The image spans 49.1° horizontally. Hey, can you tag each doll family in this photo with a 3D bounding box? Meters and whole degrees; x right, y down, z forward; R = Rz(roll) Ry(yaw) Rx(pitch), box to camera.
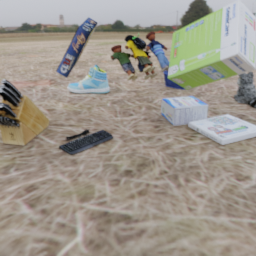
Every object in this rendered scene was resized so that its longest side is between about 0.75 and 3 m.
[{"bbox_3d":[0.535,-2.700,10.199,1.099,1.619,2.800,-37,-13,33],"label":"doll family"}]

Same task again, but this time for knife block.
[{"bbox_3d":[-3.950,-0.740,10.112,0.890,2.441,2.781,6,23,11],"label":"knife block"}]

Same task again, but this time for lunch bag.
[{"bbox_3d":[3.045,-3.103,17.579,1.729,1.144,1.174,20,47,40],"label":"lunch bag"}]

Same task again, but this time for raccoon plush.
[{"bbox_3d":[6.423,-1.989,14.312,1.108,1.534,2.290,-10,25,-24],"label":"raccoon plush"}]

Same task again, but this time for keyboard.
[{"bbox_3d":[-1.629,0.412,10.278,1.282,0.208,2.017,20,29,39],"label":"keyboard"}]

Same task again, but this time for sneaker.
[{"bbox_3d":[-2.343,-2.873,16.351,2.482,1.621,0.987,0,23,2],"label":"sneaker"}]

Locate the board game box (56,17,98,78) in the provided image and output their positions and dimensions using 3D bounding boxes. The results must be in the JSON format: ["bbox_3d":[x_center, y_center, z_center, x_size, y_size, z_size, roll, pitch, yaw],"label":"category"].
[{"bbox_3d":[-1.882,-3.127,10.636,0.458,1.791,2.644,28,24,-14],"label":"board game box"}]

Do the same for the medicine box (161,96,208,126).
[{"bbox_3d":[2.443,-0.778,12.336,1.579,0.813,1.438,-6,23,-14],"label":"medicine box"}]

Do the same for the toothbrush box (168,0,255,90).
[{"bbox_3d":[2.730,-2.610,9.331,1.136,1.922,2.639,21,-22,-35],"label":"toothbrush box"}]

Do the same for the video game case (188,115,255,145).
[{"bbox_3d":[3.869,0.008,11.157,2.179,0.258,1.983,-11,25,-24],"label":"video game case"}]
